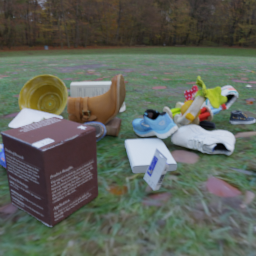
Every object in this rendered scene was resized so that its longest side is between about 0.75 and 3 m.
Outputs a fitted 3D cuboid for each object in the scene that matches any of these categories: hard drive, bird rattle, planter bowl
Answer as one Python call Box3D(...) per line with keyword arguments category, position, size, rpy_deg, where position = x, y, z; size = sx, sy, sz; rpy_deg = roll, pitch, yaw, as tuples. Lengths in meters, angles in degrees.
Box3D(category="hard drive", position=(0.734, 0.949, 10.186), size=(1.467, 0.292, 2.224), rpy_deg=(-3, 19, -7))
Box3D(category="bird rattle", position=(2.619, -1.001, 11.449), size=(1.415, 2.048, 2.512), rpy_deg=(38, -13, -9))
Box3D(category="planter bowl", position=(-4.242, -1.382, 14.610), size=(2.573, 2.573, 1.072), rpy_deg=(3, -14, 7))

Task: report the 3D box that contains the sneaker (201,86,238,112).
Box3D(category="sneaker", position=(4.158, -1.086, 13.492), size=(2.464, 0.868, 1.152), rpy_deg=(-34, 17, 13))

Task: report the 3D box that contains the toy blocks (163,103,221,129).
Box3D(category="toy blocks", position=(3.025, -0.737, 13.177), size=(2.203, 0.800, 1.836), rpy_deg=(-19, 29, -17))

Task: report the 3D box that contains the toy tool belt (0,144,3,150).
Box3D(category="toy tool belt", position=(-4.370, 0.895, 10.083), size=(1.026, 0.641, 0.631), rpy_deg=(-16, 57, -31))

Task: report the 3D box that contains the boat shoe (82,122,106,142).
Box3D(category="boat shoe", position=(-2.047, 0.297, 10.689), size=(2.374, 0.858, 0.859), rpy_deg=(-13, -9, 6))

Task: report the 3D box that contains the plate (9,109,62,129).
Box3D(category="plate", position=(-4.129, -0.192, 12.681), size=(1.891, 0.306, 1.887), rpy_deg=(13, 28, -4))

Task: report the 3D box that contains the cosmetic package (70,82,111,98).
Box3D(category="cosmetic package", position=(-1.898, -1.927, 16.444), size=(2.835, 1.491, 1.008), rpy_deg=(0, 18, -5))

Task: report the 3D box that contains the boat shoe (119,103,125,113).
Box3D(category="boat shoe", position=(-0.946, -1.100, 15.105), size=(0.911, 0.793, 2.473), rpy_deg=(12, 23, 30))

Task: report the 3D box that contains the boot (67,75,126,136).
Box3D(category="boot", position=(-1.376, -1.008, 11.535), size=(2.319, 2.998, 1.105), rpy_deg=(15, 36, 6))

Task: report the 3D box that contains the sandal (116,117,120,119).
Box3D(category="sandal", position=(-0.669, -0.401, 13.422), size=(0.454, 0.256, 1.195), rpy_deg=(-4, 10, 5))

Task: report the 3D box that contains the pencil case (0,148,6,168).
Box3D(category="pencil case", position=(-3.685, 1.137, 9.071), size=(0.747, 0.671, 1.720), rpy_deg=(-1, 14, -42))

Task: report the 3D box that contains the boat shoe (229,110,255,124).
Box3D(category="boat shoe", position=(5.673, -0.538, 13.809), size=(1.361, 0.618, 0.482), rpy_deg=(-3, 20, -9))

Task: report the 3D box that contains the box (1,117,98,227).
Box3D(category="box", position=(-1.974, 1.020, 7.342), size=(1.712, 2.086, 1.730), rpy_deg=(14, 24, 35))

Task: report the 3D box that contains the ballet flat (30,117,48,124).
Box3D(category="ballet flat", position=(-3.488, -0.004, 11.387), size=(0.810, 0.800, 2.379), rpy_deg=(-38, -4, 41))

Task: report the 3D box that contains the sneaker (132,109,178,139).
Box3D(category="sneaker", position=(0.990, -0.310, 11.564), size=(0.998, 1.145, 2.545), rpy_deg=(-34, 18, -28))

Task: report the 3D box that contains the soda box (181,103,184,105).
Box3D(category="soda box", position=(3.283, -1.292, 16.422), size=(0.841, 0.267, 0.288), rpy_deg=(-1, 20, -6))

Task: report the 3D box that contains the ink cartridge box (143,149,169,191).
Box3D(category="ink cartridge box", position=(0.806, 1.134, 7.703), size=(0.212, 1.080, 0.537), rpy_deg=(-1, 33, -35))

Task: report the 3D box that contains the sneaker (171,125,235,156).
Box3D(category="sneaker", position=(2.828, 0.498, 10.652), size=(2.419, 0.901, 1.054), rpy_deg=(4, 26, 14))

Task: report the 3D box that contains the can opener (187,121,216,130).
Box3D(category="can opener", position=(3.214, -0.170, 13.100), size=(1.743, 0.685, 0.552), rpy_deg=(9, -19, 22))
